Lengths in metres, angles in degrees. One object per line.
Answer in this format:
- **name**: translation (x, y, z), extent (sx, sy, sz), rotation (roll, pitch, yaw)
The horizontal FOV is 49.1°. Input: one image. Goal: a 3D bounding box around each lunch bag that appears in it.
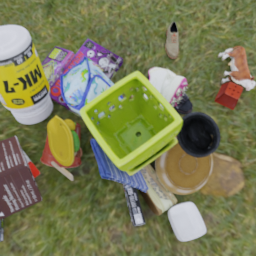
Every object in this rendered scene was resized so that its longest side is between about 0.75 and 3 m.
- **lunch bag**: translation (-0.974, -0.789, 8.633), extent (1.456, 1.942, 2.284), rotation (-34, 41, 17)

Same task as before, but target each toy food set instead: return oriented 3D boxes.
- **toy food set**: translation (-1.710, 0.453, 7.897), extent (1.057, 1.797, 0.587), rotation (24, 34, 33)

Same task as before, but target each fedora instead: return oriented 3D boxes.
- **fedora**: translation (1.834, 0.176, 7.422), extent (1.199, 0.548, 1.199), rotation (0, 91, 10)

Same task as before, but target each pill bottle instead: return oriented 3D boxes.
- **pill bottle**: translation (-3.404, -1.528, 8.727), extent (1.611, 2.819, 1.611), rotation (-4, 49, 4)

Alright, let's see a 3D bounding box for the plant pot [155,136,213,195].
- **plant pot**: translation (1.823, 1.105, 8.717), extent (2.021, 0.278, 2.021), rotation (0, 90, -17)

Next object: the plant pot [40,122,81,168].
- **plant pot**: translation (-2.090, 0.470, 9.049), extent (1.319, 1.319, 1.283), rotation (10, 100, 3)

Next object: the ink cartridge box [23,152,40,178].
- **ink cartridge box**: translation (-3.878, 1.364, 9.501), extent (1.132, 0.350, 1.395), rotation (-40, 78, -10)

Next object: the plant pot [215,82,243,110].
- **plant pot**: translation (3.695, -1.222, 10.089), extent (0.759, 0.670, 0.760), rotation (27, 75, 7)

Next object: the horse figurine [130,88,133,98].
- **horse figurine**: translation (-0.022, -0.428, 9.492), extent (2.762, 0.689, 1.831), rotation (-48, 44, -10)

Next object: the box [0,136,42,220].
- **box**: translation (-3.865, 1.568, 8.283), extent (1.956, 1.623, 1.606), rotation (-23, 40, -20)

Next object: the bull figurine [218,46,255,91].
- **bull figurine**: translation (4.030, -2.161, 10.395), extent (1.113, 0.597, 1.833), rotation (-4, 74, -1)

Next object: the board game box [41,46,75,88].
- **board game box**: translation (-2.833, -2.245, 10.433), extent (1.016, 0.273, 1.693), rotation (25, 74, 34)

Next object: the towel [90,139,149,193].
- **towel**: translation (-0.237, 1.034, 7.547), extent (0.213, 1.790, 1.296), rotation (-43, 46, 17)

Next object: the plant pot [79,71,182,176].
- **plant pot**: translation (0.146, 0.024, 6.821), extent (1.765, 1.602, 1.757), rotation (-35, 65, -4)

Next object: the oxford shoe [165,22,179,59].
- **oxford shoe**: translation (1.698, -3.379, 10.771), extent (0.512, 0.543, 1.453), rotation (-3, 74, -1)

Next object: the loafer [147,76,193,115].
- **loafer**: translation (1.500, -1.296, 10.113), extent (2.076, 0.654, 0.746), rotation (44, 78, 11)

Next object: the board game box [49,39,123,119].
- **board game box**: translation (-1.589, -1.865, 10.442), extent (1.639, 0.441, 2.730), rotation (30, 76, 12)

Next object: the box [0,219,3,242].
- **box**: translation (-4.458, 3.201, 9.051), extent (0.783, 0.216, 0.977), rotation (-6, 74, -1)

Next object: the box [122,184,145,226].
- **box**: translation (0.149, 2.321, 8.764), extent (0.354, 1.122, 1.423), rotation (-14, 71, -6)

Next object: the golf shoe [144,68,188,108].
- **golf shoe**: translation (0.604, -0.522, 8.430), extent (1.267, 1.042, 2.768), rotation (37, 108, 15)

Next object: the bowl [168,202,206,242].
- **bowl**: translation (1.770, 2.933, 8.706), extent (1.087, 0.406, 1.085), rotation (-6, 60, -30)

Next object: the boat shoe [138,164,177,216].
- **boat shoe**: translation (0.579, 1.512, 9.194), extent (0.828, 0.968, 2.641), rotation (-26, 77, -18)
